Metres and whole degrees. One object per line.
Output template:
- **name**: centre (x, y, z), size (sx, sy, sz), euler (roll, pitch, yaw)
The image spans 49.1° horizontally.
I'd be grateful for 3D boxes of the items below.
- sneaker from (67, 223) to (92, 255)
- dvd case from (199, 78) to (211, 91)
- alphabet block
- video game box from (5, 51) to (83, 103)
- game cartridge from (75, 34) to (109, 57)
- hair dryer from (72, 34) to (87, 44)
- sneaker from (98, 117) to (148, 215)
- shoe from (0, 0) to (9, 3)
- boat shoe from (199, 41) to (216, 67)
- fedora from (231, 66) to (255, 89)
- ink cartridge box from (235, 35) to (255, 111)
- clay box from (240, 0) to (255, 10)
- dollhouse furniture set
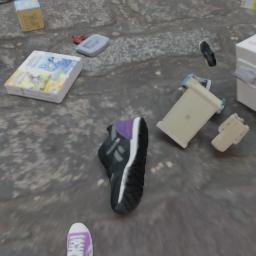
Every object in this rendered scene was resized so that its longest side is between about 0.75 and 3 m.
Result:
- **sneaker**: centre (-1.000, 2.484, 5.571), size (0.529, 0.832, 1.459), euler (-7, 47, -5)
- **dvd case**: centre (2.420, -1.520, 9.671), size (0.790, 0.098, 0.594), euler (16, 49, 13)
- **alphabet block**: centre (-4.266, -4.895, 12.126), size (0.953, 0.971, 0.948), euler (-16, 49, -15)
- **video game box**: centre (-2.838, -1.839, 9.707), size (1.905, 0.489, 2.091), euler (9, 48, 12)
- **game cartridge**: centre (-1.364, -3.293, 11.182), size (0.863, 0.265, 1.297), euler (23, 52, 24)
- **hair dryer**: centre (-1.976, -3.668, 11.526), size (0.625, 0.223, 0.821), euler (-11, 50, -11)
- **sneaker**: centre (-0.236, 0.927, 7.081), size (1.177, 1.018, 2.688), euler (-6, 44, 20)
- **shoe**: centre (-5.975, -6.840, 14.149), size (1.789, 0.639, 0.814), euler (-30, 56, -18)
- **boat shoe**: centre (2.414, -2.201, 8.371), size (0.330, 0.882, 0.292), euler (-33, 29, -9)
- **fedora**: centre (2.986, -1.321, 7.025), size (0.665, 0.340, 0.752), euler (3, 34, -44)
- **ink cartridge box**: centre (4.887, -1.775, 8.047), size (2.800, 2.044, 2.054), euler (-28, 40, -10)
- **clay box**: centre (3.998, -3.744, 7.998), size (1.301, 0.748, 0.310), euler (21, 42, 19)
- **dollhouse furniture set**: centre (2.181, -0.355, 8.373), size (2.112, 1.460, 2.237), euler (40, 24, 5)
